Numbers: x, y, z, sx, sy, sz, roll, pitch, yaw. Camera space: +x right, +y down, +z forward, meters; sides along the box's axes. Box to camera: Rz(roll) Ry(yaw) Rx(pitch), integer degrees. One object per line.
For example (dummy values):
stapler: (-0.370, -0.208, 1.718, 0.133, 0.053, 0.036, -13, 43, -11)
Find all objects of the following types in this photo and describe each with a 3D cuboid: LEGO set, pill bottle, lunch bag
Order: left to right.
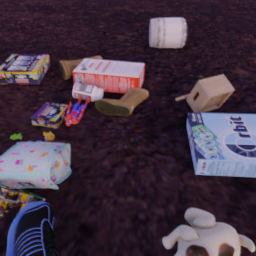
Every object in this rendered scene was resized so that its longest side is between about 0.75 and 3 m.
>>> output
LEGO set: (-2.389, 1.624, 5.679, 0.987, 1.284, 0.744, 9, 74, 32)
lunch bag: (-2.143, 0.889, 6.391, 1.353, 0.969, 1.589, 1, 10, 4)
pill bottle: (-1.450, -1.268, 10.146, 1.012, 0.576, 0.576, 13, 36, 4)

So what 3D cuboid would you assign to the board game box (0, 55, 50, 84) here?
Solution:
board game box: (-4.451, -2.548, 12.059, 1.692, 0.580, 2.047, 2, 35, -1)

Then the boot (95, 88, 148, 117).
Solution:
boot: (-0.201, -0.971, 9.884, 1.410, 0.533, 1.610, 16, 35, 17)

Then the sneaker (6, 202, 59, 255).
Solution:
sneaker: (-1.342, 2.005, 4.191, 0.947, 0.853, 2.431, -16, 29, 9)

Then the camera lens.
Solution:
camera lens: (2.100, -4.984, 14.757, 1.891, 1.513, 1.513, -1, 35, 0)

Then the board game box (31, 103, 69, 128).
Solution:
board game box: (-2.534, -0.436, 9.231, 0.865, 0.297, 1.047, 9, 35, 10)

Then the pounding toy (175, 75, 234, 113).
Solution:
pounding toy: (2.538, -1.114, 9.487, 1.247, 1.355, 0.963, -16, 65, -23)

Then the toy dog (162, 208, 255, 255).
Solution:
toy dog: (1.204, 2.083, 4.458, 1.361, 0.979, 1.403, 6, 10, 32)

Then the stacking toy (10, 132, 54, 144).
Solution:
stacking toy: (-2.788, 0.520, 7.887, 1.270, 0.298, 0.958, -4, 33, -2)

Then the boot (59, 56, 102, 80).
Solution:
boot: (-1.983, -2.711, 12.266, 1.891, 0.625, 1.656, -10, 36, -16)

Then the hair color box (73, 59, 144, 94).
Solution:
hair color box: (-0.721, -2.059, 11.139, 2.564, 0.820, 1.422, 8, 35, 9)

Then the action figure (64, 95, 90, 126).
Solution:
action figure: (-1.726, -0.578, 9.307, 0.523, 0.413, 1.598, 17, 42, 1)

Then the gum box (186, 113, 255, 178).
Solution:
gum box: (3.070, 0.407, 7.747, 2.631, 0.586, 2.236, 2, 35, 3)
